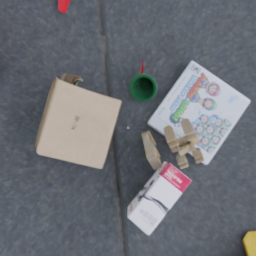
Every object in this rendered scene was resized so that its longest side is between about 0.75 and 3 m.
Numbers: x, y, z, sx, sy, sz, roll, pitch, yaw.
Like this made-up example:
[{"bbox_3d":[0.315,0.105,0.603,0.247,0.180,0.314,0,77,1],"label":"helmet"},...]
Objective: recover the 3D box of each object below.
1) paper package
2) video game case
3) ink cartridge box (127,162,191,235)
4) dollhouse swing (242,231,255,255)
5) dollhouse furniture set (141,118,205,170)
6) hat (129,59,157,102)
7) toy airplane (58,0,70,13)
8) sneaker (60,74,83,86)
[{"bbox_3d":[-1.660,-0.098,9.179,2.272,1.233,2.384,17,87,-20],"label":"paper package"},{"bbox_3d":[2.535,-0.562,10.057,2.578,0.336,2.833,35,85,3],"label":"video game case"},{"bbox_3d":[0.945,2.223,9.184,0.897,1.540,2.128,39,86,3],"label":"ink cartridge box"},{"bbox_3d":[4.916,4.833,9.529,2.129,1.872,1.935,-6,126,0],"label":"dollhouse swing"},{"bbox_3d":[1.442,0.509,9.309,1.729,1.588,1.125,-22,43,11],"label":"dollhouse furniture set"},{"bbox_3d":[0.638,-1.641,10.059,0.966,1.027,1.166,22,120,2],"label":"hat"},{"bbox_3d":[-2.627,-5.262,10.490,1.751,0.322,1.751,0,85,-3],"label":"toy airplane"},{"bbox_3d":[-2.105,-0.954,9.887,0.748,0.697,1.979,7,85,6],"label":"sneaker"}]
